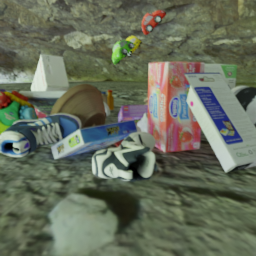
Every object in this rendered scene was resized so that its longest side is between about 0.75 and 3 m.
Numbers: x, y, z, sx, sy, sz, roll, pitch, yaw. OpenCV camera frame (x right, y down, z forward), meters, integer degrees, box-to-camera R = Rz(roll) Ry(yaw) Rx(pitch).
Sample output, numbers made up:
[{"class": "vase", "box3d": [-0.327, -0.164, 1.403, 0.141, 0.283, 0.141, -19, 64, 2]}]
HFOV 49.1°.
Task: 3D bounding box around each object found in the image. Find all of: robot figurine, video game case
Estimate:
[{"class": "robot figurine", "box3d": [4.361, -0.451, 9.455, 1.996, 1.657, 2.656, -5, 22, -25]}, {"class": "video game case", "box3d": [-2.336, -0.765, 10.123, 2.327, 0.272, 2.116, 3, -18, 18]}, {"class": "video game case", "box3d": [-0.921, 0.327, 7.659, 1.802, 0.410, 1.634, -11, -10, -42]}]

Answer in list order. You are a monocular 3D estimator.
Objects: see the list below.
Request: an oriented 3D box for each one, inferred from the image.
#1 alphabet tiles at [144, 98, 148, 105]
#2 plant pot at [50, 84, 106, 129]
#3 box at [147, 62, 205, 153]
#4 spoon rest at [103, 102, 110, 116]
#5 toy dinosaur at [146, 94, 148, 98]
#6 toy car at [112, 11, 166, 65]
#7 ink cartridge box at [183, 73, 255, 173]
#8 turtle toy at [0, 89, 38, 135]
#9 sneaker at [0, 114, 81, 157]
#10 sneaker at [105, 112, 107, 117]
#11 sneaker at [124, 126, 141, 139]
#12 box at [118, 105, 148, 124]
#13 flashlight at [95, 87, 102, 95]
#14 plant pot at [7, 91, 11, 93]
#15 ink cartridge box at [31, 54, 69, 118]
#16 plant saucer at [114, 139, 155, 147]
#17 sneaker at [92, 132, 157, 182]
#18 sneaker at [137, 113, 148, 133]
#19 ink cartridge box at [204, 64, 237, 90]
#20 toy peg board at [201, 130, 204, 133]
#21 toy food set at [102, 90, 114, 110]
[{"class": "alphabet tiles", "box3d": [1.681, -1.292, 11.275, 2.155, 0.157, 2.107, -31, -21, 36]}, {"class": "plant pot", "box3d": [-1.398, -0.289, 8.930, 0.942, 2.041, 2.041, 36, 31, 29]}, {"class": "box", "box3d": [1.404, -0.697, 8.643, 1.236, 2.610, 1.339, -4, 13, -20]}, {"class": "spoon rest", "box3d": [-2.377, -1.100, 14.773, 2.812, 0.852, 1.397, 2, 13, 7]}, {"class": "toy dinosaur", "box3d": [1.868, -2.308, 20.660, 1.269, 0.804, 1.873, -6, 6, 4]}, {"class": "toy car", "box3d": [0.113, -3.631, 11.762, 2.715, 0.643, 2.885, -49, 7, -35]}, {"class": "ink cartridge box", "box3d": [2.513, -0.277, 7.447, 1.366, 2.885, 0.535, -6, -29, -27]}, {"class": "turtle toy", "box3d": [-4.094, -0.598, 8.888, 2.967, 1.500, 2.162, 30, 0, -24]}, {"class": "sneaker", "box3d": [-2.364, 0.289, 7.469, 2.081, 0.838, 1.524, -5, 26, 1]}, {"class": "sneaker", "box3d": [-2.078, -0.693, 12.051, 2.392, 0.884, 0.949, 3, 49, 11]}, {"class": "sneaker", "box3d": [-0.320, 0.113, 9.803, 1.493, 0.565, 0.784, -4, 12, -14]}, {"class": "box", "box3d": [0.918, -0.522, 11.579, 2.576, 0.504, 1.763, -2, -9, -6]}, {"class": "flashlight", "box3d": [-1.631, -1.054, 12.321, 0.687, 0.685, 2.023, 34, -24, -2]}, {"class": "plant pot", "box3d": [-5.771, -0.987, 13.485, 1.342, 1.342, 1.261, -4, -3, -19]}, {"class": "ink cartridge box", "box3d": [-3.730, -1.885, 13.168, 1.051, 1.861, 2.540, -1, -30, -31]}, {"class": "plant saucer", "box3d": [0.164, 0.535, 8.586, 1.051, 0.193, 1.053, -8, 15, -16]}, {"class": "sneaker", "box3d": [0.315, 0.693, 6.534, 1.334, 0.818, 2.050, 12, 17, 40]}, {"class": "sneaker", "box3d": [0.792, -0.190, 10.403, 0.714, 0.835, 1.917, -5, 5, -16]}, {"class": "ink cartridge box", "box3d": [3.871, -1.626, 13.038, 1.895, 2.607, 1.141, -4, 16, -21]}, {"class": "toy peg board", "box3d": [2.793, 0.157, 8.856, 0.562, 1.149, 1.144, -42, 26, 7]}, {"class": "toy food set", "box3d": [-2.091, -1.546, 16.068, 2.562, 1.153, 1.223, -1, 12, -5]}]
